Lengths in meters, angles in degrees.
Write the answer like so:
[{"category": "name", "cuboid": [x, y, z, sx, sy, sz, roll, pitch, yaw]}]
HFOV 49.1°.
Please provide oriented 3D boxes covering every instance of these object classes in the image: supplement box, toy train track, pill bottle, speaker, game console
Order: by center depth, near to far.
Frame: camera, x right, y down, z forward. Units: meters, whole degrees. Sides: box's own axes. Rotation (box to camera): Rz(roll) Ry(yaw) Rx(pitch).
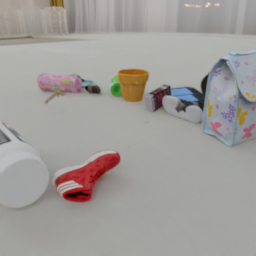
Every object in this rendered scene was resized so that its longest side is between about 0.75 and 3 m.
[{"category": "pill bottle", "cuboid": [-2.955, 0.811, 6.729, 1.377, 1.377, 2.418, -18, 29, -35]}, {"category": "supplement box", "cuboid": [1.298, -1.286, 12.042, 1.311, 0.714, 0.399, -32, 38, -31]}, {"category": "toy train track", "cuboid": [-3.196, -1.364, 12.118, 1.224, 0.702, 0.199, -33, 50, 23]}, {"category": "game console", "cuboid": [2.509, -1.479, 13.262, 2.223, 0.345, 1.966, -8, 25, -16]}, {"category": "speaker", "cuboid": [-0.555, -2.177, 14.356, 0.770, 0.770, 1.740, 0, 24, -1]}]

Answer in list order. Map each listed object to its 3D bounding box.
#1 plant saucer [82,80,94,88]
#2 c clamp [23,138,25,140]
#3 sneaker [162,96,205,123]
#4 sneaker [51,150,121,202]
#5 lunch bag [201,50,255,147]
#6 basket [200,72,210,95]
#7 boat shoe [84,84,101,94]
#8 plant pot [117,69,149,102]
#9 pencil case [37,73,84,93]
[{"category": "plant saucer", "cuboid": [-2.579, -2.436, 15.644, 1.339, 0.183, 1.339, 1, 23, 0]}, {"category": "c clamp", "cuboid": [-3.875, 0.546, 8.856, 1.043, 0.165, 1.221, 0, 24, 1]}, {"category": "sneaker", "cuboid": [2.404, -0.848, 11.364, 1.148, 0.761, 2.017, -19, 36, -38]}, {"category": "sneaker", "cuboid": [-0.828, 1.254, 6.818, 1.829, 0.717, 1.057, -24, 39, -20]}, {"category": "lunch bag", "cuboid": [3.915, -1.074, 9.221, 2.400, 2.830, 1.799, -11, 26, -26]}, {"category": "basket", "cuboid": [4.644, -2.312, 13.803, 2.038, 1.537, 2.260, 26, 37, 33]}, {"category": "boat shoe", "cuboid": [-1.813, -1.934, 14.259, 0.471, 0.478, 1.284, -25, 24, -26]}, {"category": "plant pot", "cuboid": [0.228, -1.974, 13.150, 1.452, 1.329, 1.452, 1, 23, 0]}, {"category": "pencil case", "cuboid": [-3.484, -2.346, 14.468, 2.271, 0.993, 0.993, 4, 24, 11]}]
